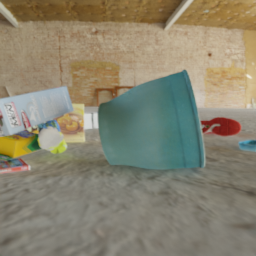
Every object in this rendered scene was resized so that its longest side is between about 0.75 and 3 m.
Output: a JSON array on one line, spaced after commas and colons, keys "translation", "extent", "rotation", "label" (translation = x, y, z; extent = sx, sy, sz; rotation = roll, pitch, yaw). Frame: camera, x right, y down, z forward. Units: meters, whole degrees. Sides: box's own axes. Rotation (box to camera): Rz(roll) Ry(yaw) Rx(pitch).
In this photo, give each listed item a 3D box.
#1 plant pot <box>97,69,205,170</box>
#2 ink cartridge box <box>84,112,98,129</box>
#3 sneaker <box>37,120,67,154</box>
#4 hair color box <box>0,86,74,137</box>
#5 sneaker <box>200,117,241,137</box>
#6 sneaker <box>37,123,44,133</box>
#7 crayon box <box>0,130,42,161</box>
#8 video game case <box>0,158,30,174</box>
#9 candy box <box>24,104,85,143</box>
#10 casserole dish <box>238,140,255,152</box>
[{"translation": [0.503, -0.017, 6.791], "extent": [2.204, 2.346, 2.346], "rotation": [-11, 5, 7], "label": "plant pot"}, {"translation": [-2.448, -0.416, 15.730], "extent": [1.533, 0.899, 2.093], "rotation": [6, 7, 43], "label": "ink cartridge box"}, {"translation": [-2.241, 0.134, 7.917], "extent": [0.675, 0.936, 1.783], "rotation": [-22, -17, -12], "label": "sneaker"}, {"translation": [-2.727, -0.416, 7.236], "extent": [1.341, 0.821, 2.709], "rotation": [-12, 10, 21], "label": "hair color box"}, {"translation": [4.132, -0.126, 13.212], "extent": [2.305, 0.903, 1.331], "rotation": [4, 9, 26], "label": "sneaker"}, {"translation": [-2.857, 0.156, 9.451], "extent": [0.319, 0.804, 0.384], "rotation": [-22, 5, 11], "label": "sneaker"}, {"translation": [-3.315, 0.388, 7.799], "extent": [1.184, 0.486, 1.884], "rotation": [13, 7, 9], "label": "crayon box"}, {"translation": [-3.214, 0.952, 6.765], "extent": [1.423, 0.124, 1.017], "rotation": [-4, 7, -31], "label": "video game case"}, {"translation": [-2.955, -0.171, 10.650], "extent": [2.546, 1.469, 0.704], "rotation": [-1, 2, -11], "label": "candy box"}, {"translation": [4.273, 0.596, 9.466], "extent": [1.285, 0.249, 0.778], "rotation": [-6, 9, -41], "label": "casserole dish"}]
